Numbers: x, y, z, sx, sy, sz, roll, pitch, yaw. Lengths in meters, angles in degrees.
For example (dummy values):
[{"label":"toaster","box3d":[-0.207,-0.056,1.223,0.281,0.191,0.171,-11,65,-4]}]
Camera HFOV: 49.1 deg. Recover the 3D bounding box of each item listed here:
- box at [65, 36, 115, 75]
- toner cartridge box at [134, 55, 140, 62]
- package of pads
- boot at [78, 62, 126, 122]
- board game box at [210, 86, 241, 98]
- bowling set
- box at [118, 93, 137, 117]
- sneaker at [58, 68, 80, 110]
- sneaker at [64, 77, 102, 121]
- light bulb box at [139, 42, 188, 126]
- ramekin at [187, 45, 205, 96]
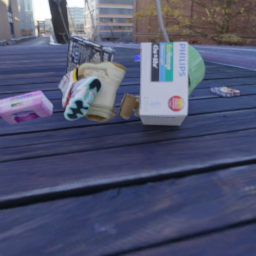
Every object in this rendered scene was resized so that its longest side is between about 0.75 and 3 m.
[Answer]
[{"label":"box","box3d":[-1.914,-2.746,13.446,2.180,2.704,0.664,23,35,13]},{"label":"toner cartridge box","box3d":[0.828,-2.803,11.139,1.083,0.234,0.514,-3,7,14]},{"label":"package of pads","box3d":[-3.307,-0.640,9.062,1.515,0.913,0.573,-14,63,4]},{"label":"boot","box3d":[-1.253,-1.306,10.420,0.969,2.069,2.662,17,-5,-41]},{"label":"board game box","box3d":[5.498,-2.050,15.876,0.995,0.254,1.468,-8,23,-19]},{"label":"bowling set","box3d":[0.069,-0.668,11.242,1.626,0.873,1.132,-14,23,-23]},{"label":"box","box3d":[-0.012,-0.743,9.441,0.098,0.753,0.921,22,7,21]},{"label":"sneaker","box3d":[-2.576,-1.622,12.490,1.008,0.955,2.454,-21,40,18]},{"label":"sneaker","box3d":[-1.692,-0.982,9.241,1.178,0.654,1.684,14,61,48]},{"label":"light bulb box","box3d":[1.253,-1.452,10.167,1.578,2.507,2.529,1,-6,6]},{"label":"ramekin","box3d":[2.253,-2.608,12.477,1.145,2.344,2.344,-39,38,-22]}]
